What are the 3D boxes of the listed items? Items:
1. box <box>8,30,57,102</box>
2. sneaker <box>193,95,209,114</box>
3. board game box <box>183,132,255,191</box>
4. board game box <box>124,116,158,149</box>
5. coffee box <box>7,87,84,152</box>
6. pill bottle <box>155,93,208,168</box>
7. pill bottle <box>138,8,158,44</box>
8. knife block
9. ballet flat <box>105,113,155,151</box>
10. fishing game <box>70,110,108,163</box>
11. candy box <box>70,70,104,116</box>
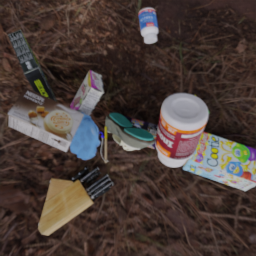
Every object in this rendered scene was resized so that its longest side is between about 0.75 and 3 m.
[{"bbox_3d":[-3.263,-1.850,9.953,0.574,2.332,2.414,-28,56,-8],"label":"box"},{"bbox_3d":[2.116,-0.403,9.530,0.858,2.015,0.786,44,83,6],"label":"sneaker"},{"bbox_3d":[3.198,1.131,9.562,2.252,1.181,1.160,19,67,7],"label":"board game box"},{"bbox_3d":[0.311,0.154,9.902,1.549,1.280,0.439,16,69,9],"label":"board game box"},{"bbox_3d":[-2.322,-0.218,7.931,1.799,0.717,1.029,26,55,-9],"label":"coffee box"},{"bbox_3d":[1.514,0.190,8.449,1.304,2.309,1.304,1,50,-1],"label":"pill bottle"},{"bbox_3d":[0.682,-3.346,9.234,0.575,0.575,1.024,-8,81,-3],"label":"pill bottle"},{"bbox_3d":[-1.618,2.436,9.233,2.067,0.753,2.354,8,66,5],"label":"knife block"},{"bbox_3d":[0.008,0.248,8.258,0.827,2.454,0.782,1,109,-29],"label":"ballet flat"},{"bbox_3d":[-1.533,0.236,9.434,2.348,0.365,1.681,8,106,37],"label":"fishing game"},{"bbox_3d":[-1.485,-1.005,9.820,0.510,1.673,1.141,21,33,-26],"label":"candy box"}]
